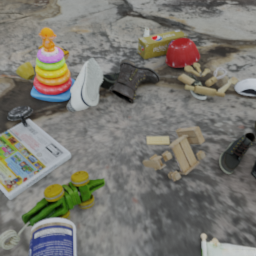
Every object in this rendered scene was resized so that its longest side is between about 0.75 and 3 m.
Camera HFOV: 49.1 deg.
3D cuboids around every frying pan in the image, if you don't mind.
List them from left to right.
[{"bbox_3d":[-4.037,-0.420,10.256,0.942,0.253,1.557,-11,29,-1],"label":"frying pan"}]

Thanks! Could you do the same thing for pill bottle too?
[{"bbox_3d":[-1.651,3.082,6.130,1.059,1.059,1.908,-7,44,-7],"label":"pill bottle"}]

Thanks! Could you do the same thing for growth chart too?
[{"bbox_3d":[2.704,3.378,6.456,2.105,0.187,1.524,10,45,10],"label":"growth chart"}]

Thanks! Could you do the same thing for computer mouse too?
[{"bbox_3d":[5.663,-1.658,11.568,2.385,0.523,1.308,6,43,7],"label":"computer mouse"}]

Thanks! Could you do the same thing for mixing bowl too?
[{"bbox_3d":[2.507,-3.646,13.181,1.652,0.894,1.652,-11,39,9],"label":"mixing bowl"}]

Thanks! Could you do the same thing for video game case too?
[{"bbox_3d":[-3.480,0.871,9.069,2.447,0.280,2.227,33,52,29],"label":"video game case"}]

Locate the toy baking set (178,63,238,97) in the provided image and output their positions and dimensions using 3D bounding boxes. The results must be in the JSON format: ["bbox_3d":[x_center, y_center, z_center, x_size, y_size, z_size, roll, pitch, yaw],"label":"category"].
[{"bbox_3d":[3.374,-2.025,11.646,2.559,0.298,1.964,15,51,3],"label":"toy baking set"}]

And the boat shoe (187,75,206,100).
[{"bbox_3d":[2.824,-1.711,11.678,0.504,0.454,1.425,-13,45,-14],"label":"boat shoe"}]

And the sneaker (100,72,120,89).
[{"bbox_3d":[-0.699,-2.082,12.004,1.540,0.589,0.882,16,44,12],"label":"sneaker"}]

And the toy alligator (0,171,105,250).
[{"bbox_3d":[-1.943,1.959,7.230,2.980,0.988,0.716,-24,28,-33],"label":"toy alligator"}]

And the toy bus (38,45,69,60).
[{"bbox_3d":[-3.575,-3.603,13.543,1.673,0.655,0.545,28,48,26],"label":"toy bus"}]

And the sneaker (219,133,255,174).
[{"bbox_3d":[3.396,0.725,8.726,0.573,0.814,1.533,37,51,7],"label":"sneaker"}]

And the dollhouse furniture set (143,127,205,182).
[{"bbox_3d":[1.477,0.874,8.774,1.977,1.025,0.875,-33,12,-30],"label":"dollhouse furniture set"}]

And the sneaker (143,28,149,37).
[{"bbox_3d":[1.019,-5.238,15.521,0.326,0.344,0.853,2,44,0],"label":"sneaker"}]

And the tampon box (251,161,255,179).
[{"bbox_3d":[4.599,1.200,8.243,1.392,0.879,1.043,-16,43,-16],"label":"tampon box"}]

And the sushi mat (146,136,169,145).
[{"bbox_3d":[1.035,0.435,9.693,0.800,0.048,0.383,0,42,0],"label":"sushi mat"}]

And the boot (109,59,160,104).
[{"bbox_3d":[0.284,-1.739,11.515,2.038,0.705,1.774,20,61,-16],"label":"boot"}]

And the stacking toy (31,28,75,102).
[{"bbox_3d":[-2.993,-2.532,10.796,1.628,2.805,1.539,6,44,0],"label":"stacking toy"}]

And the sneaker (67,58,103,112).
[{"bbox_3d":[-1.684,-1.711,10.779,1.057,1.003,2.626,-23,37,28],"label":"sneaker"}]

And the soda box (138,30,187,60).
[{"bbox_3d":[1.708,-4.186,14.044,2.428,0.822,0.777,-17,46,-18],"label":"soda box"}]

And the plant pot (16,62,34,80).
[{"bbox_3d":[-4.457,-2.440,12.331,0.767,0.767,0.545,-39,91,-34],"label":"plant pot"}]
